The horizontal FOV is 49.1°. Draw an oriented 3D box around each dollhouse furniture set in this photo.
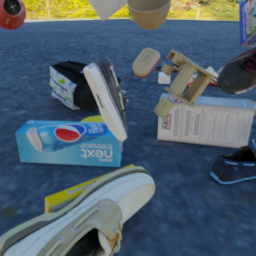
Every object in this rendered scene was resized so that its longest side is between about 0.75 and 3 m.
[{"bbox_3d":[0.829,-0.685,4.735,0.540,0.971,0.858,22,22,-27],"label":"dollhouse furniture set"}]

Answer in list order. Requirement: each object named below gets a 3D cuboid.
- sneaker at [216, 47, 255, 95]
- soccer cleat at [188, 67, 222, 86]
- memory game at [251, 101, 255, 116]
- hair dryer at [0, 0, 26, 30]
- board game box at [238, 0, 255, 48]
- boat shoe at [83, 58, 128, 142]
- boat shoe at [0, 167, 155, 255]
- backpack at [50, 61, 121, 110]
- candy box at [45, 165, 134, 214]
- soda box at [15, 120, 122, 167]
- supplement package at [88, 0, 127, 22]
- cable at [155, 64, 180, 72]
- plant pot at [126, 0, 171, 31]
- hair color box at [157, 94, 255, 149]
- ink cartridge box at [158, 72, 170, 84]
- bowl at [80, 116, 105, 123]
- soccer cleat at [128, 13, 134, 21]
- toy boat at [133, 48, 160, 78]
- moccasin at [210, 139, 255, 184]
[{"bbox_3d":[3.103,-1.813,6.410,2.378,1.374,0.900,-34,67,-6],"label":"sneaker"},{"bbox_3d":[3.108,-2.091,11.394,1.818,0.774,0.624,-3,25,-8],"label":"soccer cleat"},{"bbox_3d":[4.344,-0.608,9.077,1.384,0.088,1.384,-1,26,0],"label":"memory game"},{"bbox_3d":[-3.260,-2.657,5.997,2.812,0.764,2.141,18,15,21],"label":"hair dryer"},{"bbox_3d":[3.541,-3.431,7.133,0.407,1.979,1.974,7,-17,-10],"label":"board game box"},{"bbox_3d":[-0.218,-0.416,4.375,0.470,1.385,0.497,-33,31,-19],"label":"boat shoe"},{"bbox_3d":[-0.480,1.434,3.944,2.530,0.945,0.865,-27,41,-31],"label":"boat shoe"},{"bbox_3d":[-1.676,-1.458,9.348,2.257,1.735,1.841,40,43,23],"label":"backpack"},{"bbox_3d":[-0.593,1.133,4.597,1.552,0.793,0.205,-16,49,-31],"label":"candy box"},{"bbox_3d":[-1.266,0.332,6.301,2.245,0.762,0.720,2,25,3],"label":"soda box"},{"bbox_3d":[-0.631,-4.894,9.993,1.437,1.374,1.057,-25,21,32],"label":"supplement package"},{"bbox_3d":[2.161,-2.844,13.714,1.593,0.401,0.774,-13,41,0],"label":"cable"},{"bbox_3d":[0.656,-3.462,8.368,1.297,0.871,1.297,-5,55,7],"label":"plant pot"},{"bbox_3d":[1.871,-0.189,7.024,2.189,1.084,0.664,6,26,12],"label":"hair color box"},{"bbox_3d":[1.568,-2.167,12.121,0.493,0.291,0.857,3,26,6],"label":"ink cartridge box"},{"bbox_3d":[-0.722,0.122,6.911,0.960,0.960,0.517,-4,68,-9],"label":"bowl"},{"bbox_3d":[0.602,-5.074,11.366,0.794,1.899,0.614,31,-21,-33],"label":"soccer cleat"},{"bbox_3d":[0.454,-1.519,6.805,0.495,0.496,0.759,29,76,26],"label":"toy boat"},{"bbox_3d":[2.532,0.670,5.777,1.771,0.604,0.713,-15,29,-28],"label":"moccasin"}]
